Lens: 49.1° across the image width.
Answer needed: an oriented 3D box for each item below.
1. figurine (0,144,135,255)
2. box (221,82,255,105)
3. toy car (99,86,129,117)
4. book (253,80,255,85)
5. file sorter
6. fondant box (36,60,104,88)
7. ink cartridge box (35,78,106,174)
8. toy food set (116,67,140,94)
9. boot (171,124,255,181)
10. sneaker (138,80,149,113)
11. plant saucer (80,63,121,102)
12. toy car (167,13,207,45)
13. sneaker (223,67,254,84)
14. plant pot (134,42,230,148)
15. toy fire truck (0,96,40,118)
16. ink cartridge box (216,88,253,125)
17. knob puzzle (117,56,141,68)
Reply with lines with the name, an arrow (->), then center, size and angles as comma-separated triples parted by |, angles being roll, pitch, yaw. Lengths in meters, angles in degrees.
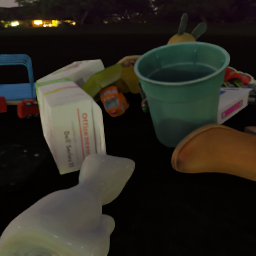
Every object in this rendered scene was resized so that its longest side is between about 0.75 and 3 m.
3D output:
figurine -> -1.413, 0.983, 4.207 | 2.894, 1.246, 2.823 | 5, 19, 10
box -> 4.076, -1.353, 10.640 | 1.819, 0.448, 1.884 | 2, 22, 6
toy car -> 0.261, -0.778, 8.642 | 2.227, 1.093, 0.741 | -4, 56, 7
book -> 5.393, -2.144, 12.896 | 1.018, 0.245, 0.680 | 18, 27, 36
file sorter -> -4.524, -1.952, 10.841 | 1.625, 1.437, 2.342 | -7, 24, -15
fondant box -> -2.052, -1.722, 9.954 | 1.751, 0.707, 2.428 | -33, 26, -22
ink cartridge box -> -1.319, -0.065, 6.095 | 0.873, 1.518, 2.593 | -13, 25, -21
toy food set -> 0.365, -1.681, 11.016 | 1.548, 0.860, 2.632 | 37, 29, 21
boot -> 2.301, 0.693, 5.135 | 2.570, 0.947, 1.988 | -11, 29, -19
sneaker -> 0.618, -1.176, 9.057 | 0.803, 0.877, 2.058 | -38, 18, 20
plant saucer -> -1.023, -1.230, 9.051 | 0.425, 1.776, 1.774 | 49, 36, -1
toy car -> 2.146, -2.764, 10.440 | 2.108, 2.567, 2.025 | 5, 19, -42
sneaker -> 4.494, -2.187, 12.347 | 0.852, 0.772, 2.006 | -20, 28, -28
plant pot -> 1.281, -0.674, 6.564 | 2.008, 1.967, 2.008 | -8, 36, 6
toy fire truck -> -3.231, -0.713, 8.959 | 1.829, 0.446, 1.290 | -13, 25, -39
ink cartridge box -> 2.793, -0.757, 8.849 | 1.339, 0.524, 2.827 | 10, 27, 42
knob puzzle -> 0.006, -2.449, 11.781 | 1.993, 0.276, 1.993 | -22, -14, -6
